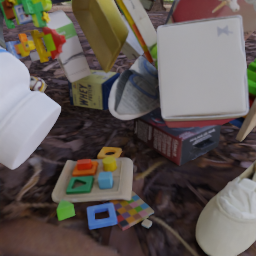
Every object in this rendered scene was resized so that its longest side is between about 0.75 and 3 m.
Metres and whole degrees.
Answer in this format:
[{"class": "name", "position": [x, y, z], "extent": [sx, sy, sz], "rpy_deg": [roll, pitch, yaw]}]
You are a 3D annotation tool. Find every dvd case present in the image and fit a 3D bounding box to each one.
[{"class": "dvd case", "position": [1.944, -3.705, 9.830], "extent": [1.253, 1.685, 0.135], "rpy_deg": [23, 6, 20]}]

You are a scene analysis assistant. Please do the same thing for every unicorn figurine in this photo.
[{"class": "unicorn figurine", "position": [1.851, -1.849, 3.784], "extent": [0.844, 1.229, 0.454], "rpy_deg": [33, 33, -20]}]

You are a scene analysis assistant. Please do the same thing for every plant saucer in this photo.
[{"class": "plant saucer", "position": [-0.824, -3.220, 8.519], "extent": [0.619, 2.553, 2.553], "rpy_deg": [-27, 0, -15]}]

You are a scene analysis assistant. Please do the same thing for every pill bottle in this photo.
[{"class": "pill bottle", "position": [-2.207, -0.589, 3.580], "extent": [2.519, 1.413, 1.413], "rpy_deg": [37, 30, -5]}]

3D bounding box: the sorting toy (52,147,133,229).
[{"class": "sorting toy", "position": [-0.698, 0.991, 5.991], "extent": [1.558, 0.377, 2.768], "rpy_deg": [-1, 25, 4]}]

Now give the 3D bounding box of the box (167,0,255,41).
[{"class": "box", "position": [2.524, -3.210, 7.843], "extent": [1.826, 2.855, 1.556], "rpy_deg": [-12, 71, -19]}]

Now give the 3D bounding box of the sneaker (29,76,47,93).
[{"class": "sneaker", "position": [-2.234, -1.084, 6.619], "extent": [0.411, 0.342, 0.912], "rpy_deg": [32, -3, -36]}]

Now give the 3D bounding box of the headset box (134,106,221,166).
[{"class": "headset box", "position": [1.317, 0.114, 7.375], "extent": [1.473, 0.743, 1.982], "rpy_deg": [-19, 33, -32]}]

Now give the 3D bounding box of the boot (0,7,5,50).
[{"class": "boot", "position": [-2.871, -2.391, 5.244], "extent": [0.625, 1.565, 1.721], "rpy_deg": [-13, 67, 11]}]

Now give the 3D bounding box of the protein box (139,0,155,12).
[{"class": "protein box", "position": [0.435, -4.538, 8.991], "extent": [1.050, 1.042, 0.708], "rpy_deg": [19, -10, -8]}]

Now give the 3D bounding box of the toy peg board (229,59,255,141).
[{"class": "toy peg board", "position": [2.261, -0.609, 5.074], "extent": [0.593, 1.208, 1.213], "rpy_deg": [36, 54, 26]}]

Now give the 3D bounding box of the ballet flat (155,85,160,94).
[{"class": "ballet flat", "position": [1.972, -1.148, 9.888], "extent": [2.056, 0.751, 0.751], "rpy_deg": [5, 27, -5]}]

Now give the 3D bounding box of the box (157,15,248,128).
[{"class": "box", "position": [1.139, -0.733, 4.696], "extent": [1.144, 1.342, 2.099], "rpy_deg": [-3, -4, 10]}]

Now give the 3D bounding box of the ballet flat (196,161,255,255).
[{"class": "ballet flat", "position": [2.239, 1.163, 5.116], "extent": [2.916, 1.013, 1.013], "rpy_deg": [-25, 36, -39]}]

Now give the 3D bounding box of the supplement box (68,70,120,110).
[{"class": "supplement box", "position": [-1.172, -1.419, 10.121], "extent": [1.409, 0.947, 1.411], "rpy_deg": [10, 29, 18]}]

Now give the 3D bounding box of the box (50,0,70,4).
[{"class": "box", "position": [-3.141, -4.357, 8.289], "extent": [1.955, 1.118, 2.147], "rpy_deg": [-29, 44, -34]}]

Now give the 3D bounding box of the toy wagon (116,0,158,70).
[{"class": "toy wagon", "position": [0.374, -2.314, 6.679], "extent": [0.503, 1.974, 2.544], "rpy_deg": [-28, -10, 8]}]

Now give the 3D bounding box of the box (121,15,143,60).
[{"class": "box", "position": [0.156, -3.436, 10.323], "extent": [0.812, 1.235, 1.242], "rpy_deg": [2, 56, 57]}]

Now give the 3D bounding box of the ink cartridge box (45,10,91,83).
[{"class": "ink cartridge box", "position": [-1.944, -2.532, 8.766], "extent": [0.757, 1.801, 1.310], "rpy_deg": [-26, 44, -10]}]

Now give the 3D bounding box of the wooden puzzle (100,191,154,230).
[{"class": "wooden puzzle", "position": [-0.006, 1.546, 5.334], "extent": [0.708, 0.084, 1.194], "rpy_deg": [-17, 32, -30]}]

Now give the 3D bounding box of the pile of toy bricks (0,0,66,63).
[{"class": "pile of toy bricks", "position": [-1.973, -2.457, 5.466], "extent": [1.139, 2.307, 1.280], "rpy_deg": [-11, 17, 19]}]

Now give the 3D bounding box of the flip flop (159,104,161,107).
[{"class": "flip flop", "position": [0.933, -0.974, 9.808], "extent": [0.634, 0.450, 1.563], "rpy_deg": [6, 28, 11]}]

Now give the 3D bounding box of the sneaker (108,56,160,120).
[{"class": "sneaker", "position": [0.057, -0.597, 5.185], "extent": [0.833, 0.974, 2.237], "rpy_deg": [46, 25, -7]}]
